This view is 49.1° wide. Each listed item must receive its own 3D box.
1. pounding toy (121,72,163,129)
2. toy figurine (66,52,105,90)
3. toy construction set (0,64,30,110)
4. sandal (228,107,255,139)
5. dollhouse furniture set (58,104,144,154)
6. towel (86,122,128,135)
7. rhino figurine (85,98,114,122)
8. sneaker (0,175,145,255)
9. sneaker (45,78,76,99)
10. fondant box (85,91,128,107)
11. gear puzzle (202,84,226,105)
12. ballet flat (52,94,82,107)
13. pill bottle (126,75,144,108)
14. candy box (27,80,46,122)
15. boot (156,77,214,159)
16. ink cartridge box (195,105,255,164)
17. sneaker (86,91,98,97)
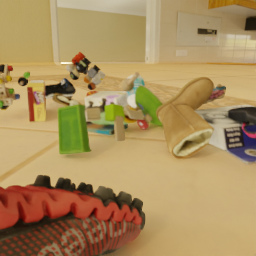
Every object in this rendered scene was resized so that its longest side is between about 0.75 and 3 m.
[{"bbox_3d":[0.342,-0.587,7.867,0.801,1.727,1.333,-41,10,-8],"label":"pounding toy"},{"bbox_3d":[-1.565,-2.030,10.257,1.232,0.871,1.251,37,9,-37],"label":"toy figurine"},{"bbox_3d":[-4.059,-1.264,8.632,1.564,1.304,1.202,21,32,-14],"label":"toy construction set"},{"bbox_3d":[2.694,-0.098,5.602,0.948,0.569,2.525,-6,5,4],"label":"sandal"},{"bbox_3d":[-0.570,0.042,6.673,1.259,0.973,2.519,-7,-4,25],"label":"dollhouse furniture set"},{"bbox_3d":[-0.748,-0.044,7.776,1.240,0.135,0.909,9,17,29],"label":"towel"},{"bbox_3d":[-1.054,-0.432,8.012,1.442,0.630,0.431,-18,57,-46],"label":"rhino figurine"},{"bbox_3d":[-0.861,1.069,2.489,0.934,1.292,2.644,-2,-13,43],"label":"sneaker"},{"bbox_3d":[-2.818,-1.603,10.897,1.639,0.917,0.599,9,38,-45],"label":"sneaker"},{"bbox_3d":[-0.748,-1.036,10.589,1.212,0.489,1.680,3,17,15],"label":"fondant box"},{"bbox_3d":[1.823,-0.810,7.965,1.859,0.243,0.963,-18,16,30],"label":"gear puzzle"},{"bbox_3d":[-2.001,-0.851,9.366,1.079,0.370,0.340,19,-15,-22],"label":"ballet flat"},{"bbox_3d":[0.286,-1.223,9.943,0.680,1.228,0.680,-5,-29,-3],"label":"pill bottle"},{"bbox_3d":[-2.974,-0.932,9.170,0.522,1.079,1.849,-2,15,-14],"label":"candy box"},{"bbox_3d":[1.504,-0.290,6.336,1.723,0.650,1.967,-39,21,11],"label":"boot"},{"bbox_3d":[2.977,-0.026,6.936,2.721,0.553,2.726,-6,17,-22],"label":"ink cartridge box"},{"bbox_3d":[-1.122,-1.290,11.781,1.259,0.459,0.485,6,2,-6],"label":"sneaker"}]
